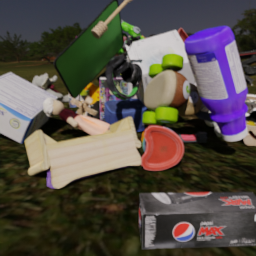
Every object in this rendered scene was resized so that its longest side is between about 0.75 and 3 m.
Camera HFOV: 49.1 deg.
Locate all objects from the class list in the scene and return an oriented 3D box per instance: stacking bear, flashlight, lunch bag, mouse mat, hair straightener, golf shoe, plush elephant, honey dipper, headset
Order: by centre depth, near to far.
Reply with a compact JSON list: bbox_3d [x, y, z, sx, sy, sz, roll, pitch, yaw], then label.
[{"bbox_3d":[0.693,0.351,6.579,0.893,0.953,1.570,6,7,-4],"label":"stacking bear"},{"bbox_3d":[-0.013,-1.519,7.043,0.766,1.630,1.007,-13,-26,43],"label":"headset"},{"bbox_3d":[2.970,-1.489,7.305,2.663,1.025,0.545,-11,-19,-25],"label":"hair straightener"},{"bbox_3d":[-0.389,-2.991,7.416,1.538,0.292,0.292,-52,35,-13],"label":"honey dipper"},{"bbox_3d":[1.603,0.245,7.723,1.090,0.370,0.369,-2,-3,3],"label":"flashlight"},{"bbox_3d":[-1.010,-2.201,8.185,0.098,2.612,2.102,34,-16,16],"label":"mouse mat"},{"bbox_3d":[-0.156,-0.304,8.792,1.378,0.911,0.936,-8,31,-16],"label":"lunch bag"},{"bbox_3d":[5.030,-0.420,9.907,2.172,0.844,1.026,4,36,11],"label":"golf shoe"},{"bbox_3d":[-4.118,-2.050,14.335,1.948,1.508,1.605,-14,20,-43],"label":"plush elephant"}]

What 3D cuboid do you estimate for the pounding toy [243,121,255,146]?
[{"bbox_3d":[3.685,0.125,7.190,1.573,0.900,0.903,9,17,33],"label":"pounding toy"}]

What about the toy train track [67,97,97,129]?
[{"bbox_3d":[-1.470,-0.372,8.297,0.830,1.447,0.235,30,41,-16],"label":"toy train track"}]

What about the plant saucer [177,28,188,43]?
[{"bbox_3d":[2.020,-2.469,10.687,0.341,1.855,1.859,11,-16,46],"label":"plant saucer"}]

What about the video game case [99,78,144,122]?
[{"bbox_3d":[-0.185,-0.838,9.345,1.523,1.680,0.301,-2,24,-8],"label":"video game case"}]

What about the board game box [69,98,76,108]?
[{"bbox_3d":[-2.706,-1.959,13.446,0.309,1.788,1.211,-3,15,-12],"label":"board game box"}]

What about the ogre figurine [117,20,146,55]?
[{"bbox_3d":[0.038,-3.037,10.097,1.044,1.742,0.854,15,34,27],"label":"ogre figurine"}]

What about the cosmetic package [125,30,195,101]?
[{"bbox_3d":[0.927,-1.886,8.363,1.661,1.021,1.656,-15,49,1],"label":"cosmetic package"}]

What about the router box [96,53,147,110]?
[{"bbox_3d":[0.071,-1.455,10.071,1.515,2.021,0.628,-38,-5,9],"label":"router box"}]

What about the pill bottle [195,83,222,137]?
[{"bbox_3d":[2.630,-0.631,8.414,0.951,1.717,0.951,-18,-20,-7],"label":"pill bottle"}]

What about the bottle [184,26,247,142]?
[{"bbox_3d":[1.960,-0.843,5.896,0.785,2.404,1.004,-32,23,-17],"label":"bottle"}]

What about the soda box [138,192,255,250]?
[{"bbox_3d":[0.965,1.215,3.752,1.630,0.516,0.577,0,15,-2],"label":"soda box"}]

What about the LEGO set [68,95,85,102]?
[{"bbox_3d":[-1.850,-1.378,10.031,0.630,0.843,0.207,13,-19,-36],"label":"LEGO set"}]

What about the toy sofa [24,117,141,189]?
[{"bbox_3d":[-0.896,0.525,5.980,2.310,1.127,0.957,-11,-7,-36],"label":"toy sofa"}]

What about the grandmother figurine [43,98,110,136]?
[{"bbox_3d":[-1.399,-0.226,7.640,2.004,0.607,1.215,28,-7,1],"label":"grandmother figurine"}]

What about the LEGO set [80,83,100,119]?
[{"bbox_3d":[-0.985,-1.652,9.687,1.218,2.969,1.132,-6,11,-24],"label":"LEGO set"}]

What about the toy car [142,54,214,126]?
[{"bbox_3d":[1.421,-0.731,6.833,1.833,1.506,1.446,10,-7,-19],"label":"toy car"}]

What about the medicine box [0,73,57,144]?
[{"bbox_3d":[-3.308,-0.651,8.253,1.688,0.954,1.853,29,26,-3],"label":"medicine box"}]

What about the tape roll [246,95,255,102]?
[{"bbox_3d":[5.243,-1.057,12.170,3.008,0.550,3.008,2,14,-1],"label":"tape roll"}]
